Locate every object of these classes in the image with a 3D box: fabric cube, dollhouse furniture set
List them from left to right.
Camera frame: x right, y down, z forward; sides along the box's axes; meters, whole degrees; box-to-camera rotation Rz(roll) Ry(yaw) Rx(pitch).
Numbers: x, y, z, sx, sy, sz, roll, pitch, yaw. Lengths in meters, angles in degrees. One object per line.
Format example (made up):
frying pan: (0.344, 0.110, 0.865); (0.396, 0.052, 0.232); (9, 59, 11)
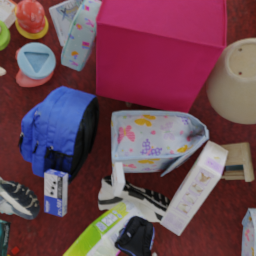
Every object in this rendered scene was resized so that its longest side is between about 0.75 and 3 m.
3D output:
fabric cube: (0.810, -2.596, 7.853); (2.941, 2.989, 2.998); (12, 64, 1)
dollhouse furniture set: (4.110, 0.592, 8.937); (2.836, 1.998, 1.987); (-10, 82, 33)

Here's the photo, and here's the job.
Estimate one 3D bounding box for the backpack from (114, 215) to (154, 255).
backpack: (0.161, 2.309, 5.930); (0.835, 0.643, 0.795); (33, 60, -6)

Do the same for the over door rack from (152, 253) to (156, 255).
over door rack: (0.018, 4.173, 9.051); (1.471, 0.490, 1.087); (-37, 87, 0)

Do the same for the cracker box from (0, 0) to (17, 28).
cracker box: (-4.739, -3.870, 9.782); (1.148, 0.494, 1.714); (39, 85, 3)

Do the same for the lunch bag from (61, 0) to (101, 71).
lunch bag: (-1.231, -2.748, 8.109); (0.749, 1.559, 1.943); (24, 129, -11)

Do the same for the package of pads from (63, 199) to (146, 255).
package of pads: (-0.961, 3.492, 7.844); (1.012, 2.292, 2.967); (45, 109, 14)

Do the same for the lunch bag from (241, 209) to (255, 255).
lunch bag: (4.560, 3.502, 8.773); (1.685, 1.263, 1.987); (-1, 95, 2)

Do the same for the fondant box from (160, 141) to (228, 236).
fondant box: (1.891, 1.692, 7.998); (0.672, 1.665, 2.308); (30, 119, 13)

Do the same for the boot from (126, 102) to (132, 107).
boot: (0.027, -1.175, 9.101); (0.283, 0.882, 0.822); (-14, 76, -12)

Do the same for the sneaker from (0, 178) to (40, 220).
sneaker: (-4.160, 2.300, 9.096); (2.781, 1.079, 1.200); (28, 96, 10)

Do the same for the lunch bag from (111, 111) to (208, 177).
lunch bag: (0.837, 0.555, 8.379); (2.687, 2.279, 1.708); (-1, 73, -4)

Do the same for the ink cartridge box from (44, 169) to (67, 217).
ink cartridge box: (-1.900, 1.713, 7.358); (0.547, 0.257, 1.164); (10, 107, 15)

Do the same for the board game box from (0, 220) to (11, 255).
board game box: (-3.215, 2.892, 6.602); (0.947, 0.197, 1.401); (-3, 79, 32)

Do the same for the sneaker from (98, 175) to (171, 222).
sneaker: (0.327, 2.552, 9.094); (2.801, 1.032, 1.120); (23, 104, 4)

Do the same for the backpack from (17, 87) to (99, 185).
backpack: (-1.916, 0.075, 7.858); (1.994, 1.931, 2.376); (18, 121, -3)

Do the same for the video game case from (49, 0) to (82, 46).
video game case: (-1.818, -3.400, 8.918); (0.140, 1.161, 1.274); (18, 46, 35)

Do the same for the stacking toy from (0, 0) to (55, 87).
stacking toy: (-3.667, -2.757, 9.013); (2.488, 1.161, 2.748); (-11, 86, -20)

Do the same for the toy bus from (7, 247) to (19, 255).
toy bus: (-3.935, 4.512, 8.991); (1.160, 0.599, 1.095); (-12, 85, -1)

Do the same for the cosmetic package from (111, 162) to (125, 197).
cosmetic package: (-0.265, 1.319, 7.130); (0.198, 0.765, 0.577); (-2, 52, -14)

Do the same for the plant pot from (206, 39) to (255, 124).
plant pot: (3.186, -1.432, 7.426); (2.323, 1.560, 2.323); (-7, 72, 21)
